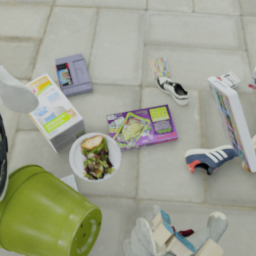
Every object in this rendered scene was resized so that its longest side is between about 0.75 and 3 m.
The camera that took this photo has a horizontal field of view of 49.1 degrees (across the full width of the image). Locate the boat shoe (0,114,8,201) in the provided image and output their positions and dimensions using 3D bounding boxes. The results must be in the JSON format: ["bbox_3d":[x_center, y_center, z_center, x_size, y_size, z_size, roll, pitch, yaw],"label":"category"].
[{"bbox_3d":[-3.272,0.368,6.341,1.039,0.922,2.781,0,61,-18],"label":"boat shoe"}]

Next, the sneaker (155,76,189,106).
[{"bbox_3d":[1.895,-1.728,11.752,1.748,0.766,0.661,41,72,20],"label":"sneaker"}]

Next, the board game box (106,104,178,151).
[{"bbox_3d":[0.527,-0.007,11.135,2.586,0.418,1.552,-10,60,-5],"label":"board game box"}]

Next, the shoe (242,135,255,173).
[{"bbox_3d":[5.173,0.657,10.656,2.727,0.953,0.728,-41,27,-16],"label":"shoe"}]

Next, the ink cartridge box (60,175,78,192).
[{"bbox_3d":[-2.351,2.388,10.006,1.128,0.249,1.148,-17,67,-9],"label":"ink cartridge box"}]

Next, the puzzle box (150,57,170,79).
[{"bbox_3d":[1.423,-2.700,12.575,0.716,0.137,1.077,-7,64,-3],"label":"puzzle box"}]

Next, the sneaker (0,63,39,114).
[{"bbox_3d":[-3.693,-1.399,8.304,0.969,2.575,1.139,-34,53,11],"label":"sneaker"}]

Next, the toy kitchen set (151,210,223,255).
[{"bbox_3d":[1.122,2.152,5.588,1.159,0.928,0.683,40,94,1],"label":"toy kitchen set"}]

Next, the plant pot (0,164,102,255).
[{"bbox_3d":[-1.907,2.311,7.009,2.163,2.246,2.246,16,64,22],"label":"plant pot"}]

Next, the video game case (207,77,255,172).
[{"bbox_3d":[2.928,-0.193,7.929,0.272,2.090,2.296,-21,109,9],"label":"video game case"}]

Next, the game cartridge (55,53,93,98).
[{"bbox_3d":[-2.427,-2.327,12.288,1.323,0.392,2.041,-14,64,-11],"label":"game cartridge"}]

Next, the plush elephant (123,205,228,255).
[{"bbox_3d":[0.857,2.715,6.636,1.801,1.916,2.326,40,46,6],"label":"plush elephant"}]

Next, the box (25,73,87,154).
[{"bbox_3d":[-2.971,-0.579,10.849,1.477,1.331,2.625,-34,68,-17],"label":"box"}]

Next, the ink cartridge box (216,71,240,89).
[{"bbox_3d":[4.267,-1.977,12.092,0.866,0.363,0.625,-24,66,-11],"label":"ink cartridge box"}]

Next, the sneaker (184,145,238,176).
[{"bbox_3d":[3.239,1.241,10.283,2.214,0.830,0.936,-8,62,7],"label":"sneaker"}]

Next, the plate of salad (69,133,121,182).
[{"bbox_3d":[-0.794,0.758,6.834,1.280,0.307,1.280,-1,103,-5],"label":"plate of salad"}]

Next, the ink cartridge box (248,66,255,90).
[{"bbox_3d":[4.008,-1.454,8.077,0.811,1.117,0.466,26,82,20],"label":"ink cartridge box"}]
